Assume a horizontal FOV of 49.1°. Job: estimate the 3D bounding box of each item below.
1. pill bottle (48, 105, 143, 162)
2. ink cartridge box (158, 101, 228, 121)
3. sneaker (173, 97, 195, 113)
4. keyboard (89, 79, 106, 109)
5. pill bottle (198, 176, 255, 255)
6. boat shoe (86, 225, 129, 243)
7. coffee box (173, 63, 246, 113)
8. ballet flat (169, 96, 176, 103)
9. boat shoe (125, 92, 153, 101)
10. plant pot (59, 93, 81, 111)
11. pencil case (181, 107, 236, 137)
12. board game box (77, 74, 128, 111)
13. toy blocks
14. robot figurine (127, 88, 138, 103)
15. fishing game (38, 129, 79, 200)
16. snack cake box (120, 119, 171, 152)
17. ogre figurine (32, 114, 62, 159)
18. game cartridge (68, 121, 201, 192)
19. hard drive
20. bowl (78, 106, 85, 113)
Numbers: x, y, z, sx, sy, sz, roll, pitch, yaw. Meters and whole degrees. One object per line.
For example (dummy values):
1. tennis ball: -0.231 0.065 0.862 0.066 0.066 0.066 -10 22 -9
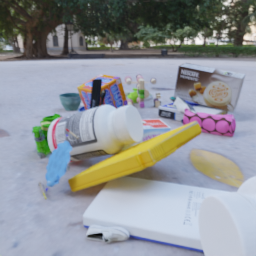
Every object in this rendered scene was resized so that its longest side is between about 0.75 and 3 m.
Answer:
1. pill bottle: -0.927 0.143 8.107 2.557 1.415 1.415 -13 11 27
2. ink cartridge box: 3.310 -0.834 13.610 2.696 0.641 2.728 14 22 39
3. sneaker: 2.486 -0.864 12.400 0.457 0.534 1.226 13 29 -45
4. keyboard: -1.222 -0.892 11.159 0.218 2.112 1.342 2 8 -29
5. pill bottle: 2.713 1.546 4.442 2.881 1.723 1.723 -4 18 -12
6. boat shoe: -0.399 2.036 5.300 0.824 0.296 0.271 5 26 14
7. coffee box: 3.737 -1.946 13.073 2.853 1.631 1.137 18 28 23
8. ballet flat: 2.403 -1.408 13.964 0.377 0.356 1.118 32 35 30
9. boat shoe: 0.653 -1.971 17.084 1.892 0.587 0.681 -7 19 -21
10. plant pot: -3.030 -1.355 14.854 1.203 0.806 1.203 0 17 0
11. pencil case: 3.228 -0.262 11.219 2.073 0.971 0.941 9 32 26
12. board game box: -1.177 -1.459 13.115 1.506 1.506 1.507 -36 35 -29
13. toy blocks: 0.765 -2.096 15.580 1.884 1.761 1.586 -4 24 -3
14. robot figurine: 0.538 -1.872 16.397 1.115 0.978 0.645 -24 33 3
15. fishing game: -1.684 0.887 6.917 0.265 1.707 1.223 27 -2 -33
16. snack cake box: 0.195 0.235 9.900 2.334 0.784 1.342 -3 14 -9
17. ogre figurine: -2.682 0.252 9.411 0.925 1.131 1.886 0 19 -14
18. game cartridge: 0.263 0.714 7.194 2.532 0.466 2.872 -25 0 37
19. hard drive: 0.727 1.744 6.046 2.837 0.360 1.871 6 19 16
20. bowl: -1.076 -0.679 13.287 2.505 0.492 2.505 -1 18 0
